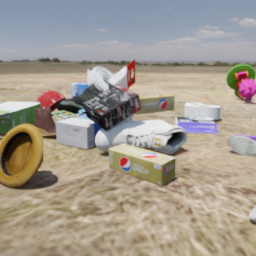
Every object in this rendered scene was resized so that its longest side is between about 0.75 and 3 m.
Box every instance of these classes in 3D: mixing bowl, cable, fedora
[{"bbox_3d":[-3.633,-1.212,12.766,1.417,0.767,1.417,-39,3,2],"label":"mixing bowl"},{"bbox_3d":[-1.266,-2.437,16.196,2.395,0.829,2.395,31,33,-27],"label":"cable"},{"bbox_3d":[-2.316,0.643,6.256,1.424,1.424,0.581,7,-14,25],"label":"fedora"}]

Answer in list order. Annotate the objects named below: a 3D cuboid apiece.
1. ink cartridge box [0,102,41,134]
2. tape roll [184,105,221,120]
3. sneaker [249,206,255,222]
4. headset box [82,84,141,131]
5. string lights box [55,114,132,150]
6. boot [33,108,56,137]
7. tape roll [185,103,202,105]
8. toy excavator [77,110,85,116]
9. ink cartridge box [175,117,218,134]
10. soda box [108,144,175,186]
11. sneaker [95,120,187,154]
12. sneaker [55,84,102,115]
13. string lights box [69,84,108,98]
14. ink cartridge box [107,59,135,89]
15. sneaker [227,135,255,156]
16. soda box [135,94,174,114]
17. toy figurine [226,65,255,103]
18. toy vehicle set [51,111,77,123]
[{"bbox_3d":[-4.677,-0.343,10.592,1.503,0.859,2.896,3,14,12],"label":"ink cartridge box"},{"bbox_3d":[3.282,-0.713,12.416,1.577,0.552,1.577,3,9,0],"label":"tape roll"},{"bbox_3d":[2.451,1.382,4.818,0.946,0.361,0.381,-22,62,-33],"label":"sneaker"},{"bbox_3d":[-0.420,-0.668,8.188,1.466,0.566,1.091,-32,41,-25],"label":"headset box"},{"bbox_3d":[-1.074,-0.046,9.630,1.311,0.752,2.551,9,17,32],"label":"string lights box"},{"bbox_3d":[-2.687,-0.198,9.664,1.198,0.997,0.434,-2,-7,3],"label":"boot"},{"bbox_3d":[3.450,-1.108,14.775,0.913,0.319,0.913,0,15,0],"label":"tape roll"},{"bbox_3d":[-2.146,-0.563,12.435,0.865,0.432,0.841,1,30,27],"label":"toy excavator"},{"bbox_3d":[2.628,-0.134,10.900,1.501,0.329,1.516,2,15,5],"label":"ink cartridge box"},{"bbox_3d":[0.288,0.830,6.631,1.628,0.521,0.551,13,20,40],"label":"soda box"},{"bbox_3d":[0.449,0.260,7.924,2.517,0.927,1.455,-11,15,-26],"label":"sneaker"},{"bbox_3d":[-2.173,-1.329,13.168,2.464,1.411,0.942,-3,-28,-16],"label":"sneaker"},{"bbox_3d":[-2.323,-2.034,16.681,2.289,1.176,0.675,4,15,17],"label":"string lights box"},{"bbox_3d":[-0.153,-2.349,14.941,0.632,1.800,2.215,37,62,26],"label":"ink cartridge box"},{"bbox_3d":[3.664,0.500,8.105,1.531,0.532,0.761,9,11,16],"label":"sneaker"},{"bbox_3d":[1.243,-1.241,14.328,2.320,0.786,0.742,-8,16,-29],"label":"soda box"},{"bbox_3d":[7.268,-2.402,17.403,1.807,2.407,2.215,-10,32,13],"label":"toy figurine"},{"bbox_3d":[-2.637,-0.410,11.451,0.896,0.191,1.443,19,14,14],"label":"toy vehicle set"}]
